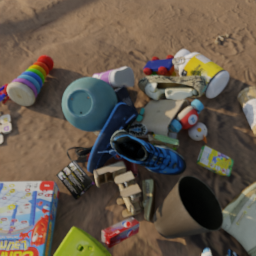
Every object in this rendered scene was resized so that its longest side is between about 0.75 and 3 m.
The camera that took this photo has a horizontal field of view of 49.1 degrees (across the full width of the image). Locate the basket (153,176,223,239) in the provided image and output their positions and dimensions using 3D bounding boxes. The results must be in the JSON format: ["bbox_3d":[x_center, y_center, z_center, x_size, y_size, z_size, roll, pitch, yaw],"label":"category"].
[{"bbox_3d":[1.578,2.469,8.138,1.219,1.792,1.616,-20,68,-38],"label":"basket"}]

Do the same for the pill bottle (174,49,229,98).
[{"bbox_3d":[3.117,-2.464,12.355,1.336,1.336,2.385,-32,58,-22],"label":"pill bottle"}]

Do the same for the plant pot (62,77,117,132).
[{"bbox_3d":[-1.459,-0.819,9.648,1.989,1.339,1.989,0,93,8],"label":"plant pot"}]

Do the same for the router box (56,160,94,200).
[{"bbox_3d":[-1.817,1.766,9.600,0.822,0.281,1.102,-40,66,-13],"label":"router box"}]

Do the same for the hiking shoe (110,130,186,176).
[{"bbox_3d":[0.623,0.932,8.658,2.578,0.959,1.118,21,9,-4],"label":"hiking shoe"}]

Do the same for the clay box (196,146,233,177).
[{"bbox_3d":[3.064,1.194,9.841,1.190,0.283,0.684,27,69,-5],"label":"clay box"}]

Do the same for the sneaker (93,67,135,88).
[{"bbox_3d":[-0.655,-2.058,11.677,1.349,0.857,2.365,-3,6,25],"label":"sneaker"}]

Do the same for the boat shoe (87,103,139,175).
[{"bbox_3d":[-0.506,0.444,9.419,0.905,1.110,2.638,26,93,11],"label":"boat shoe"}]

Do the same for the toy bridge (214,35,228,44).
[{"bbox_3d":[4.908,-4.733,14.849,0.985,0.134,0.331,-35,59,-23],"label":"toy bridge"}]

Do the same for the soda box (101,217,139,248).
[{"bbox_3d":[-0.207,3.002,8.096,1.138,0.361,0.399,-12,25,-40],"label":"soda box"}]

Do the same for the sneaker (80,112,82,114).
[{"bbox_3d":[-1.729,-0.538,10.945,0.881,0.838,2.224,-8,18,15],"label":"sneaker"}]

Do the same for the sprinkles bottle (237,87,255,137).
[{"bbox_3d":[5.198,-0.351,10.985,0.951,0.951,2.787,-4,53,-3],"label":"sprinkles bottle"}]

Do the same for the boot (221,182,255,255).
[{"bbox_3d":[4.049,2.800,8.691,2.262,0.815,1.749,-33,60,-20],"label":"boot"}]

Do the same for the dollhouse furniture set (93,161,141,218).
[{"bbox_3d":[-0.353,1.981,8.946,1.029,1.358,1.549,-18,49,-14],"label":"dollhouse furniture set"}]

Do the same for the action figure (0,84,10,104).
[{"bbox_3d":[-5.521,-1.362,12.071,0.642,0.507,1.963,31,54,15],"label":"action figure"}]

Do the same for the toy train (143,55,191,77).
[{"bbox_3d":[1.825,-2.285,11.750,2.230,1.290,0.944,6,53,42],"label":"toy train"}]

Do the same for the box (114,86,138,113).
[{"bbox_3d":[-0.363,-0.829,10.796,0.953,1.288,0.672,-16,18,34],"label":"box"}]

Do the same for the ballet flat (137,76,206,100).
[{"bbox_3d":[1.602,-1.569,11.323,2.975,1.009,1.120,3,45,26],"label":"ballet flat"}]

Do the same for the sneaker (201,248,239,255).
[{"bbox_3d":[3.193,3.908,7.762,2.320,0.834,0.841,9,79,9],"label":"sneaker"}]

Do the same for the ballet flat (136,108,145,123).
[{"bbox_3d":[0.456,-0.439,10.712,0.263,0.241,0.766,31,51,-4],"label":"ballet flat"}]

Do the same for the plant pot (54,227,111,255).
[{"bbox_3d":[-0.998,3.739,6.832,1.678,1.840,1.849,25,67,16],"label":"plant pot"}]

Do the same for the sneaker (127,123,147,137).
[{"bbox_3d":[0.017,0.113,10.204,1.479,0.665,0.580,7,85,21],"label":"sneaker"}]

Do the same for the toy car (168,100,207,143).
[{"bbox_3d":[2.526,-0.023,10.612,1.369,1.314,1.486,-42,80,-4],"label":"toy car"}]

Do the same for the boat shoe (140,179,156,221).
[{"bbox_3d":[0.636,2.371,9.229,0.453,0.530,1.445,-4,45,15],"label":"boat shoe"}]

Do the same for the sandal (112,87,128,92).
[{"bbox_3d":[-0.492,-1.202,11.797,0.851,0.542,2.263,21,52,-3],"label":"sandal"}]

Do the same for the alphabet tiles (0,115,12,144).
[{"bbox_3d":[-5.667,0.026,11.214,1.904,0.139,1.862,-15,54,-12],"label":"alphabet tiles"}]

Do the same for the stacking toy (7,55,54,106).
[{"bbox_3d":[-4.139,-2.305,12.422,1.200,1.200,2.812,11,50,8],"label":"stacking toy"}]

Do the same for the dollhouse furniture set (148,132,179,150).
[{"bbox_3d":[1.320,0.248,10.005,1.065,1.626,0.816,8,81,10],"label":"dollhouse furniture set"}]

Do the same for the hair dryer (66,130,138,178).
[{"bbox_3d":[-0.675,0.954,10.299,2.801,0.761,2.133,28,68,30],"label":"hair dryer"}]

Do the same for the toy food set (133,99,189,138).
[{"bbox_3d":[1.263,-0.379,10.946,1.561,0.657,2.175,3,39,36],"label":"toy food set"}]

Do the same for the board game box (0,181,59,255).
[{"bbox_3d":[-3.662,2.987,8.559,2.673,0.747,2.617,-1,52,-1],"label":"board game box"}]
